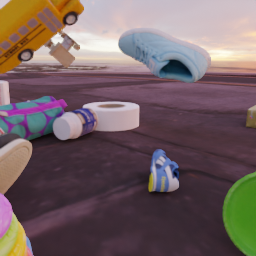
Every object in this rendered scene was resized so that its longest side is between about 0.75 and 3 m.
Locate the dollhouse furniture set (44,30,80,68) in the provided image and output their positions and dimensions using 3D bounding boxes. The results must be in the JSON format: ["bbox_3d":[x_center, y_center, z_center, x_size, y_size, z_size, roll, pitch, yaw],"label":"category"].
[{"bbox_3d":[-2.539,-3.081,10.098,1.801,0.934,0.797,46,4,39],"label":"dollhouse furniture set"}]

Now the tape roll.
[{"bbox_3d":[-0.516,-0.395,8.686,1.754,0.613,1.754,-1,14,0],"label":"tape roll"}]

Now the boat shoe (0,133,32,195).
[{"bbox_3d":[-1.724,0.653,2.261,0.685,0.727,2.025,43,68,14],"label":"boat shoe"}]

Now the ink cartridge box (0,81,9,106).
[{"bbox_3d":[-5.743,-1.330,11.460,1.496,1.101,1.082,-3,14,-13],"label":"ink cartridge box"}]

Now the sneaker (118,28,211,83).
[{"bbox_3d":[0.592,-1.453,5.662,2.034,0.752,0.834,19,48,21],"label":"sneaker"}]

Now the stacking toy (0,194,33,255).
[{"bbox_3d":[-1.063,0.742,1.923,0.854,1.556,0.903,-6,34,-28],"label":"stacking toy"}]

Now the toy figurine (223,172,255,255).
[{"bbox_3d":[2.381,0.705,3.409,2.255,1.693,2.075,-21,-9,21],"label":"toy figurine"}]

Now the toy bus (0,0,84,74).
[{"bbox_3d":[-2.496,-2.552,6.901,2.761,0.898,1.081,-37,-22,7],"label":"toy bus"}]

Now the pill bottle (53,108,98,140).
[{"bbox_3d":[-1.362,-0.107,7.355,0.693,0.693,1.198,7,17,25],"label":"pill bottle"}]

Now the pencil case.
[{"bbox_3d":[-2.602,-0.168,6.724,1.091,1.004,2.360,-43,-9,29],"label":"pencil case"}]

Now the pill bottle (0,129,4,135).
[{"bbox_3d":[-2.235,0.574,3.543,1.162,1.162,2.005,-4,14,-14],"label":"pill bottle"}]

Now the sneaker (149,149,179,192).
[{"bbox_3d":[0.600,0.712,4.644,0.469,0.422,1.141,3,22,7],"label":"sneaker"}]

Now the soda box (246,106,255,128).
[{"bbox_3d":[4.273,-0.411,8.891,0.577,0.545,1.703,10,17,35],"label":"soda box"}]
